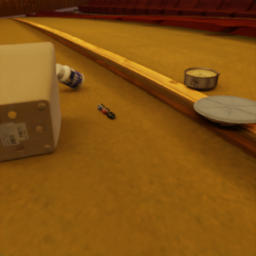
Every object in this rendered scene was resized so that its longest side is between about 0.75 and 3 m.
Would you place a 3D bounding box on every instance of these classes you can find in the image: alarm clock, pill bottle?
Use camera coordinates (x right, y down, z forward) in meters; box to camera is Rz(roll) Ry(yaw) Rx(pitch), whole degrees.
[{"bbox_3d":[3.286,-2.218,13.042,1.592,0.785,2.360,17,30,29],"label":"alarm clock"},{"bbox_3d":[-2.712,-2.301,12.545,0.805,0.805,1.345,27,3,41],"label":"pill bottle"}]

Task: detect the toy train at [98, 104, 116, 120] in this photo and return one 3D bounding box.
[{"bbox_3d":[-0.844,-0.614,10.553,0.289,0.216,1.264,-25,35,-19],"label":"toy train"}]

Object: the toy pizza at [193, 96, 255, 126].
[{"bbox_3d":[3.707,-0.599,10.229,2.596,0.411,2.596,0,25,0],"label":"toy pizza"}]

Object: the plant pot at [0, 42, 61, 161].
[{"bbox_3d":[-3.260,-0.603,8.103,2.761,2.757,2.444,-10,41,-18],"label":"plant pot"}]
